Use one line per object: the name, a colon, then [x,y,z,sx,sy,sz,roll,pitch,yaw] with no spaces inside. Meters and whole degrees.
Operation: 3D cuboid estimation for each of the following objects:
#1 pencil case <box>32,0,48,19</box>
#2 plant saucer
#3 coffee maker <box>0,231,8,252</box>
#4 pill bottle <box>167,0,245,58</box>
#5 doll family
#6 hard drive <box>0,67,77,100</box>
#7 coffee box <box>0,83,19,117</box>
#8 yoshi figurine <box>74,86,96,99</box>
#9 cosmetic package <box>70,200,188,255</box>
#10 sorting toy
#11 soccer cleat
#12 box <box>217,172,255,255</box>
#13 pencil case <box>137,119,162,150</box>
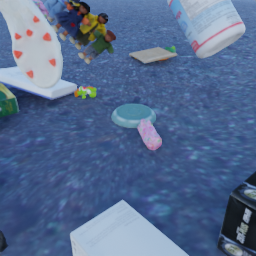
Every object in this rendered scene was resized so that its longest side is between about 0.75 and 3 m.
pencil case: [-2.565,-2.906,6.445,1.515,0.662,0.662,38,44,17]
plant saucer: [0.189,-0.461,9.298,1.492,0.204,1.492,0,32,0]
coffee maker: [-3.571,1.877,4.014,2.292,1.607,2.386,11,33,17]
pill bottle: [1.711,-2.927,6.698,1.221,2.246,1.221,-28,-4,-2]
doll family: [-1.596,-3.750,9.658,1.719,2.973,1.167,-36,38,19]
hard drive: [-3.573,-1.745,10.597,2.695,0.342,1.778,18,21,13]
coffee box: [-5.401,-0.705,9.246,2.956,0.650,1.818,-20,36,-30]
yoshi figurine: [-1.566,-1.307,10.635,0.855,0.481,0.479,-4,-13,21]
cosmetic package: [0.166,2.186,4.243,1.173,0.844,2.080,-23,39,-33]
sorting toy: [1.653,-3.870,14.814,2.688,0.396,1.987,-17,30,-20]
soccer cleat: [-1.878,-1.869,5.345,0.877,2.530,0.981,-27,-6,1]
box: [2.424,1.452,4.963,1.643,1.345,0.708,-25,38,-34]
pencil case: [0.593,0.169,7.978,0.468,0.468,1.070,-7,33,-11]
